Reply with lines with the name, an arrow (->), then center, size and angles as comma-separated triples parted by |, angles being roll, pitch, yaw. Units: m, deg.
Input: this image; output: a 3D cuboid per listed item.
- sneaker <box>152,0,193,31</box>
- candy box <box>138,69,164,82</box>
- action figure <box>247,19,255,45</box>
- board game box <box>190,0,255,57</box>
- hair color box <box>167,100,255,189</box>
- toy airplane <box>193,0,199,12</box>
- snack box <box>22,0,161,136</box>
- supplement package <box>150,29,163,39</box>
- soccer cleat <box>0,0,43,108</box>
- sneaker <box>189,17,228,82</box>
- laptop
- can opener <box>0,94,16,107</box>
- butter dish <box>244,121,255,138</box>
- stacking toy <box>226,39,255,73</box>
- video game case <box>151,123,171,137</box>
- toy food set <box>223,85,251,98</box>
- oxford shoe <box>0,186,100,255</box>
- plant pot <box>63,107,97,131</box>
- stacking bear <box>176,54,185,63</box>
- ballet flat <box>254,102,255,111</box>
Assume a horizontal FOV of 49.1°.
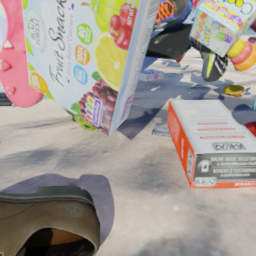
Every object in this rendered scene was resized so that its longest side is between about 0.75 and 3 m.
sneaker -> 0.651, -2.759, 7.024 | 2.095, 0.789, 0.822 | -14, 13, 40
candy box -> 1.141, -2.817, 14.925 | 1.180, 0.422, 0.990 | -16, 26, -34
action figure -> 3.229, -2.768, 6.974 | 1.914, 2.857, 2.127 | -43, 15, 13
board game box -> 1.853, -2.089, 4.823 | 0.744, 0.757, 1.444 | 40, 79, 13
hair color box -> 1.818, 0.203, 6.420 | 1.425, 0.860, 2.807 | -1, 25, -1
toy airplane -> 2.503, -4.666, 9.969 | 0.251, 1.366, 1.366 | 28, 30, 15
snack box -> -0.682, -1.326, 4.261 | 1.878, 2.641, 0.700 | 33, 50, 14
supplement package -> -0.188, -3.152, 9.048 | 2.258, 1.324, 1.320 | 31, 63, -4
soccer cleat -> -2.200, -1.912, 5.702 | 0.988, 2.961, 1.132 | -9, 12, -16
sneaker -> 1.601, -1.668, 5.682 | 0.701, 1.733, 0.640 | -8, -29, 36
laptop -> 1.045, -1.945, 7.760 | 2.116, 1.227, 1.982 | 18, 49, 38
can opener -> -4.488, -1.028, 10.363 | 1.988, 0.782, 0.630 | -6, 61, -6
butter dish -> 4.209, -0.290, 6.112 | 2.573, 1.907, 2.580 | -6, 26, 4
stacking toy -> 2.075, -1.500, 5.328 | 0.856, 0.625, 0.625 | 30, 9, -25
video game case -> 1.309, 0.071, 8.019 | 1.166, 0.111, 0.833 | 6, 22, 11
toy food set -> 4.510, -1.477, 11.726 | 0.635, 0.353, 1.079 | -39, 35, -21
oxford shoe -> -1.706, 1.412, 3.355 | 2.848, 1.035, 1.202 | -7, 24, -17
plant pot -> -1.215, -0.603, 8.394 | 1.397, 1.397, 1.327 | -8, 36, -19
stacking bear -> 1.532, -3.393, 11.224 | 1.623, 0.986, 0.923 | 23, 14, -4
ballet flat -> 3.038, -0.592, 4.903 | 2.064, 0.740, 0.740 | -29, 33, -27
